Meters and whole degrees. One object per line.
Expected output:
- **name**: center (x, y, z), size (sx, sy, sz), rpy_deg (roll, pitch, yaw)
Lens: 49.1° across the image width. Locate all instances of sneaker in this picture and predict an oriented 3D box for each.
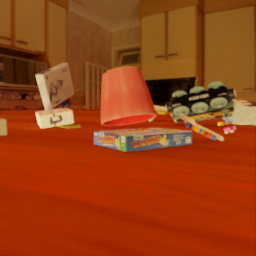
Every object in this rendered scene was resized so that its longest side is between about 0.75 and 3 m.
- **sneaker**: center (5.133, -0.637, 11.972), size (1.089, 1.075, 2.742), rpy_deg (-8, 19, -31)

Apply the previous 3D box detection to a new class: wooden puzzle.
- **wooden puzzle**: center (1.669, 0.029, 6.547), size (0.905, 0.210, 0.839), rpy_deg (29, 5, -16)

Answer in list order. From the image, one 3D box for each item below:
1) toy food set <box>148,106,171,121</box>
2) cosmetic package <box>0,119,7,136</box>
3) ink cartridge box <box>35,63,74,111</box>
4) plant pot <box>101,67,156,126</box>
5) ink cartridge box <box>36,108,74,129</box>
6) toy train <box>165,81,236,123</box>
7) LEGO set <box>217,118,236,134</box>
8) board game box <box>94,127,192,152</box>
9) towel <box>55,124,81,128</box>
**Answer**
- **toy food set**: center (2.019, -0.681, 15.033), size (2.808, 0.848, 2.015), rpy_deg (9, 6, 8)
- **cosmetic package**: center (-4.047, 0.007, 7.530), size (0.674, 0.476, 1.302), rpy_deg (3, 5, 40)
- **ink cartridge box**: center (-2.908, -1.505, 11.644), size (0.400, 1.971, 1.967), rpy_deg (2, 26, 19)
- **plant pot**: center (-0.107, -1.045, 9.487), size (1.896, 1.678, 1.896), rpy_deg (-9, -6, -1)
- **ink cartridge box**: center (-2.733, -0.381, 10.394), size (1.197, 0.505, 0.867), rpy_deg (-11, 16, -24)
- **toy train**: center (3.065, -0.917, 11.758), size (2.848, 1.213, 1.623), rpy_deg (-12, -35, 19)
- **LEGO set**: center (2.780, -0.055, 7.980), size (0.412, 0.383, 1.003), rpy_deg (-12, -10, 15)
- **board game box**: center (0.321, 0.213, 5.977), size (1.760, 0.303, 1.192), rpy_deg (-3, 6, -37)
- **towel**: center (-2.383, -0.086, 10.895), size (0.551, 0.116, 1.281), rpy_deg (-3, 5, -38)
